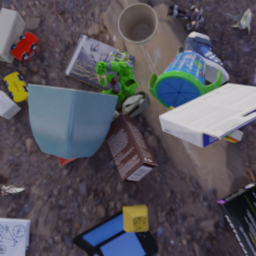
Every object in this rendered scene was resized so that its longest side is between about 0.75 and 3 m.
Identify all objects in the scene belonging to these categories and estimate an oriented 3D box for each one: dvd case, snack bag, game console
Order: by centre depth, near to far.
[{"bbox_3d":[-0.378,4.164,9.927,2.440,1.420,2.146,-28,82,-4],"label":"game console"},{"bbox_3d":[-4.622,4.386,10.512,1.771,0.201,1.878,2,81,1],"label":"snack bag"},{"bbox_3d":[-1.180,-2.587,11.562,2.457,0.196,1.827,23,82,3],"label":"dvd case"}]

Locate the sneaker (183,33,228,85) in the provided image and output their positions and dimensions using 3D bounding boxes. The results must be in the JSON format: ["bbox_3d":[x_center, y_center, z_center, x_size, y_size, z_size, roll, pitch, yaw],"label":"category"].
[{"bbox_3d":[3.253,-2.937,11.274,2.238,0.902,1.639,28,65,-13],"label":"sneaker"}]

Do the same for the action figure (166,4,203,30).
[{"bbox_3d":[2.453,-4.710,11.742,1.607,0.557,1.045,18,75,-1],"label":"action figure"}]

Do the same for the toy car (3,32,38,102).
[{"bbox_3d":[-5.097,-2.484,11.333,2.737,0.649,2.909,6,81,1],"label":"toy car"}]

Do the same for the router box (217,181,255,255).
[{"bbox_3d":[5.015,3.599,10.341,2.199,0.753,2.948,-26,82,-4],"label":"router box"}]

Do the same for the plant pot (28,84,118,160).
[{"bbox_3d":[-1.986,-0.174,9.698,2.246,2.240,2.288,11,95,32],"label":"plant pot"}]

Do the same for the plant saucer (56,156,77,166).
[{"bbox_3d":[-2.263,0.540,11.062,1.447,0.266,1.444,-26,82,-5],"label":"plant saucer"}]

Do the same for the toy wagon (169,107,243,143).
[{"bbox_3d":[2.590,-0.111,9.685,2.524,1.958,0.499,19,90,13],"label":"toy wagon"}]

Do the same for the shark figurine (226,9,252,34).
[{"bbox_3d":[4.556,-4.310,11.536,0.716,1.715,1.025,8,114,38],"label":"shark figurine"}]

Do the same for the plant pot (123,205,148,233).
[{"bbox_3d":[0.285,2.900,8.778,0.770,0.787,0.765,-2,86,-11],"label":"plant pot"}]

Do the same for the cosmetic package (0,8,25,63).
[{"bbox_3d":[-4.908,-3.706,11.354,0.680,0.964,1.862,14,81,3],"label":"cosmetic package"}]

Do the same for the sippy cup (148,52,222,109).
[{"bbox_3d":[2.064,-1.799,10.332,2.398,1.883,1.757,24,57,3],"label":"sippy cup"}]

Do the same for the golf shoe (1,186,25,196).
[{"bbox_3d":[-4.420,2.383,10.756,0.879,0.339,0.387,-8,75,-2],"label":"golf shoe"}]

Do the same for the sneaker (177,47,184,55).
[{"bbox_3d":[2.304,-2.826,11.479,0.403,0.442,1.092,-13,82,-2],"label":"sneaker"}]

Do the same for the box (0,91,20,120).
[{"bbox_3d":[-4.838,-0.867,11.005,0.789,0.793,0.679,44,81,6],"label":"box"}]

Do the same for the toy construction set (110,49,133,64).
[{"bbox_3d":[-0.188,-2.599,10.554,0.712,1.087,0.501,27,104,15],"label":"toy construction set"}]

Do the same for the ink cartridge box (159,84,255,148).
[{"bbox_3d":[2.493,-0.358,7.095,2.603,2.608,0.529,-25,109,-15],"label":"ink cartridge box"}]

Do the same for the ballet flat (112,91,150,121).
[{"bbox_3d":[-0.254,-0.581,10.911,2.544,0.810,0.857,-37,59,-6],"label":"ballet flat"}]

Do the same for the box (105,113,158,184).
[{"bbox_3d":[0.002,0.697,9.761,1.123,0.840,2.242,-43,52,23],"label":"box"}]

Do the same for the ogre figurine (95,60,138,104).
[{"bbox_3d":[-0.393,-1.666,10.493,1.336,1.094,2.229,-17,123,-7],"label":"ogre figurine"}]

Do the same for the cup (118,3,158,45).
[{"bbox_3d":[0.436,-3.683,10.389,1.432,1.024,1.432,-1,87,12],"label":"cup"}]
